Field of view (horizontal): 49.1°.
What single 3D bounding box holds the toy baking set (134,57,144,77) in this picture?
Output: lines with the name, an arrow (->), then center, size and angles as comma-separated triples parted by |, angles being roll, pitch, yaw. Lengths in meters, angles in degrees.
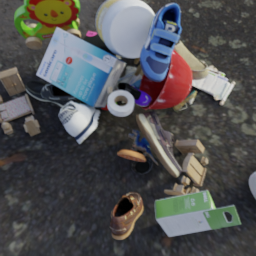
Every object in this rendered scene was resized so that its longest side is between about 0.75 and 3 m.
toy baking set -> 0.742, -3.137, 10.712 | 0.276, 2.374, 1.822 | 16, 34, -26

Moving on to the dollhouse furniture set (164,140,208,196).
dollhouse furniture set -> 2.010, 1.527, 9.785 | 0.888, 1.039, 2.005 | -6, 48, 44

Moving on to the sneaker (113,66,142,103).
sneaker -> 0.548, -2.192, 11.662 | 2.852, 1.069, 1.236 | -26, 74, -15

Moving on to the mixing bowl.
mixing bowl -> 1.463, -1.662, 10.118 | 1.288, 2.379, 2.379 | 14, 57, -20

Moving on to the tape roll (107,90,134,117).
tape roll -> -0.249, -0.842, 9.609 | 0.920, 0.322, 0.920 | 3, 59, -4

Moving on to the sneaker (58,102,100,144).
sneaker -> -1.763, -0.473, 9.907 | 1.176, 2.921, 1.116 | 41, 94, -15

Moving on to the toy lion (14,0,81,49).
toy lion -> -3.234, -4.444, 11.145 | 2.831, 2.714, 0.972 | -9, 71, 7

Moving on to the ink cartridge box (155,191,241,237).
ink cartridge box -> 2.041, 2.527, 8.339 | 2.235, 1.160, 0.663 | -17, 39, 18

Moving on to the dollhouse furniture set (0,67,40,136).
dollhouse furniture set -> -4.532, -0.886, 10.960 | 1.361, 1.163, 2.626 | -23, 62, -13

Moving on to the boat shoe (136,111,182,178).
boat shoe -> 1.206, 0.456, 9.840 | 0.865, 0.960, 2.668 | -28, 62, -6

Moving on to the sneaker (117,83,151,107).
sneaker -> 0.150, -1.232, 10.066 | 1.444, 0.718, 0.502 | 32, 94, 32

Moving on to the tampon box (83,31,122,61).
tampon box -> -1.307, -2.847, 12.044 | 1.579, 1.330, 2.107 | 15, 60, 9

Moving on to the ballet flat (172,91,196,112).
ballet flat -> 2.338, -1.028, 11.320 | 1.153, 0.408, 0.408 | -35, 63, 4

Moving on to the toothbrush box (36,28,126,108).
toothbrush box -> -1.718, -2.163, 10.271 | 2.619, 1.117, 1.918 | 31, 100, 14

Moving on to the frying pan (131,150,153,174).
frying pan -> 0.398, 1.188, 10.265 | 0.788, 0.212, 1.303 | -25, 47, -7

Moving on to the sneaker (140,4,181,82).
sneaker -> 0.983, -2.542, 8.202 | 0.891, 0.992, 2.411 | 14, 77, -18

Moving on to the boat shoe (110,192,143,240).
boat shoe -> -0.011, 2.330, 8.106 | 0.702, 0.701, 1.993 | -4, 14, 14

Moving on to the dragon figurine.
dragon figurine -> 0.613, 0.675, 10.360 | 1.578, 0.464, 0.785 | 31, 49, 12

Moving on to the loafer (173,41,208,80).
loafer -> 1.930, -2.807, 10.940 | 2.766, 0.944, 1.046 | 33, 50, 17

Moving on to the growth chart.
growth chart -> 3.500, -2.089, 12.247 | 2.291, 0.203, 1.658 | 34, 64, 19

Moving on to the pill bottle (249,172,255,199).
pill bottle -> 5.527, 1.618, 9.262 | 2.644, 1.469, 1.469 | -24, 62, -13

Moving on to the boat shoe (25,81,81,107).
boat shoe -> -3.097, -1.517, 11.496 | 2.527, 0.855, 0.908 | 20, 56, 13

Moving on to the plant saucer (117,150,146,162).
plant saucer -> 0.131, 0.966, 9.755 | 1.028, 1.028, 0.192 | 12, 76, 7

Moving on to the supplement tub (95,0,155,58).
supplement tub -> -0.085, -3.663, 10.159 | 1.951, 1.951, 2.684 | -13, 30, -7

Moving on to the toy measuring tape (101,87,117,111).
toy measuring tape -> -0.857, -1.135, 10.674 | 0.750, 2.038, 0.750 | -1, 78, 3
